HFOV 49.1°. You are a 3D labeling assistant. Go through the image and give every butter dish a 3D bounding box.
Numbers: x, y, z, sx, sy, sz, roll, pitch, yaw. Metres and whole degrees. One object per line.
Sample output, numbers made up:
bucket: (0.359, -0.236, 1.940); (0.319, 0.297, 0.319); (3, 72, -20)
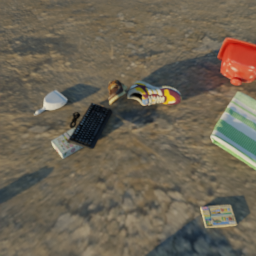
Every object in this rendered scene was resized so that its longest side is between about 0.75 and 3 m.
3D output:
butter dish: (4.241, -2.264, 10.532); (1.874, 1.869, 1.385); (20, 82, 11)

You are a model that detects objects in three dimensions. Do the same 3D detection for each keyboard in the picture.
keyboard: (-1.378, -0.164, 9.354); (1.201, 0.257, 2.001); (16, 43, 7)

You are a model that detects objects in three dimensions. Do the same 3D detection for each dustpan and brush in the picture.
dustpan and brush: (-2.887, -0.832, 10.127); (1.202, 0.344, 0.839); (-32, 53, -30)

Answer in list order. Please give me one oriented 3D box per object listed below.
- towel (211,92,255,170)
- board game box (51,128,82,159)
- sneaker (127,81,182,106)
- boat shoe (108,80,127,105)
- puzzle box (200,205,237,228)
towel: (3.994, 0.015, 9.195); (1.947, 0.299, 2.553); (34, 59, 14)
board game box: (-1.913, 0.486, 9.071); (0.903, 0.290, 0.667); (-31, 57, -24)
sneaker: (0.921, -1.076, 10.031); (1.917, 0.719, 0.864); (15, 47, 22)
boat shoe: (-0.466, -1.328, 9.728); (0.649, 0.647, 1.798); (-35, 12, 20)
puzzle box: (2.468, 2.420, 7.675); (0.851, 0.108, 0.566); (-4, 52, -3)
